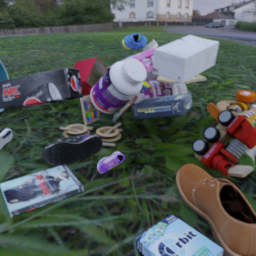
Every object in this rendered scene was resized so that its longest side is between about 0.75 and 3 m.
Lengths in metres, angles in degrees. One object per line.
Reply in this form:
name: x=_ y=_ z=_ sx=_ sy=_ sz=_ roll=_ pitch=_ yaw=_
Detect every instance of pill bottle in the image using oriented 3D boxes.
pill bottle: x=-0.333 y=-1.408 z=9.418 sx=1.195 sy=1.195 sz=2.125 roll=-22 pitch=-8 yaw=-40
pill bottle: x=1.310 y=-1.431 z=12.206 sx=2.326 sy=1.306 sz=1.306 roll=-8 pitch=25 yaw=-15

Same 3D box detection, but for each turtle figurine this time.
turtle figurine: x=4.398 y=0.505 z=8.238 sx=1.894 sy=2.632 sz=2.552 roll=35 pitch=57 yaw=18

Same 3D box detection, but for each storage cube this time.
storage cube: x=-1.737 y=-2.189 z=12.764 sx=1.390 sy=1.322 sz=1.546 roll=-2 pitch=60 yaw=38

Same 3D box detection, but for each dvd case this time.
dvd case: x=-2.163 y=1.489 z=6.978 sx=1.734 sy=0.191 sz=1.265 roll=-13 pitch=27 yaw=-29

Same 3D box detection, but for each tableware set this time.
tableware set: x=-1.278 y=0.096 z=9.842 sx=2.066 sy=0.414 sz=1.366 roll=4 pitch=24 yaw=9

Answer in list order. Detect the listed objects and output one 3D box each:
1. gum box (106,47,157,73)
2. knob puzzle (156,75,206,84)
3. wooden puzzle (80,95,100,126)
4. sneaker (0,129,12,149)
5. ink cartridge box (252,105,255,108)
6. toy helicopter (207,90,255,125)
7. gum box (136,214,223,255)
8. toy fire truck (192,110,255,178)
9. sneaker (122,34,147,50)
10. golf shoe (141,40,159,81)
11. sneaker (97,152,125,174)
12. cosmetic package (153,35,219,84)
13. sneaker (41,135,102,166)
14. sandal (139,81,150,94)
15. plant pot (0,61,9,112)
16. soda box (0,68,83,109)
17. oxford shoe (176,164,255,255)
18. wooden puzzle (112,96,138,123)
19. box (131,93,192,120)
gum box: x=0.255 y=-2.387 z=10.800 sx=1.190 sy=0.693 sz=2.096 roll=-34 pitch=18 yaw=-31
knob puzzle: x=1.959 y=-1.929 z=11.179 sx=1.915 sy=0.266 sz=1.915 roll=-3 pitch=25 yaw=1
wooden puzzle: x=-1.336 y=-0.688 z=10.239 sx=0.251 sy=1.003 sz=1.083 roll=-3 pitch=14 yaw=23
sneaker: x=-4.497 y=0.449 z=8.974 sx=0.881 sy=0.576 sz=1.575 roll=0 pitch=16 yaw=8
ink cartridge box: x=5.440 y=-0.872 z=12.390 sx=0.766 sy=0.142 sz=0.363 roll=-4 pitch=25 yaw=-16
toy helicopter: x=4.090 y=-0.278 z=9.910 sx=1.957 sy=1.167 sz=2.960 roll=-5 pitch=30 yaw=-13
gum box: x=0.928 y=2.232 z=5.181 sx=1.038 sy=0.272 sz=1.221 roll=-19 pitch=30 yaw=-37
toy fire truck: x=2.756 y=0.563 z=7.261 sx=1.186 sy=1.623 sz=1.843 roll=34 pitch=10 yaw=-42
sneaker: x=0.379 y=-3.147 z=10.093 sx=0.559 sy=0.470 sz=1.425 roll=-21 pitch=4 yaw=38
golf shoe: x=1.152 y=-2.754 z=12.297 sx=1.263 sy=2.597 sz=1.017 roll=38 pitch=73 yaw=13
sneaker: x=-0.439 y=0.934 z=7.627 sx=0.880 sy=0.354 sz=0.389 roll=-32 pitch=17 yaw=-33
cosmetic package: x=1.497 y=-1.818 z=7.248 sx=0.949 sy=0.683 sz=1.682 roll=26 pitch=41 yaw=32
sneaker: x=-1.785 y=0.623 z=8.493 sx=1.917 sy=0.726 sz=0.839 roll=-10 pitch=16 yaw=-40
sandal: x=0.478 y=-1.547 z=10.565 sx=0.434 sy=0.476 sz=1.092 roll=43 pitch=16 yaw=22
plant pot: x=-6.824 y=-1.706 z=11.490 sx=2.592 sy=2.759 sz=2.759 roll=-11 pitch=22 yaw=13
soda box: x=-2.043 y=-0.870 z=6.430 sx=1.938 sy=0.686 sz=0.614 roll=-7 pitch=3 yaw=21
oxford shoe: x=1.919 y=1.444 z=6.058 sx=1.059 sy=1.058 sz=2.970 roll=-8 pitch=23 yaw=-14
wooden puzzle: x=-0.131 y=-0.657 z=9.968 sx=1.029 sy=0.122 sz=1.735 roll=-44 pitch=0 yaw=-14
box: x=1.300 y=-0.809 z=10.153 sx=1.765 sy=0.571 sz=2.239 roll=-5 pitch=11 yaw=20
